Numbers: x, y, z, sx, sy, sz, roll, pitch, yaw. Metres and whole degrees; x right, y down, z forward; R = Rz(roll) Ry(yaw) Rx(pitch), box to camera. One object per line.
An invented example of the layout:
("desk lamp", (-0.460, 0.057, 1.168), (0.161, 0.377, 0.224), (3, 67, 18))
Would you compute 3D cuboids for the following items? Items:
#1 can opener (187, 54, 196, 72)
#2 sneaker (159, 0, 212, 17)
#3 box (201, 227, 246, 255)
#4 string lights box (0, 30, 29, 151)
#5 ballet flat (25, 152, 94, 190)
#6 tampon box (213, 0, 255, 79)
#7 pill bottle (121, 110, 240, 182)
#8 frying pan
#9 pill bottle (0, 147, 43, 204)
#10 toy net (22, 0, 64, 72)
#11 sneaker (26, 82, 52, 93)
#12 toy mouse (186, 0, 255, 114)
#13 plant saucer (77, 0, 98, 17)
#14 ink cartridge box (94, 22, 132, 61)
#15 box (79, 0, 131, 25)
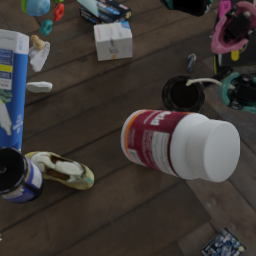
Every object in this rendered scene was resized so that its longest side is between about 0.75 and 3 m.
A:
("can opener", (2.295, -2.403, 10.311), (0.278, 0.222, 0.833), (-2, 50, 39))
("sneaker", (1.049, -3.997, 7.636), (2.853, 1.018, 1.140), (25, 49, -4))
("box", (2.296, 2.928, 6.729), (0.853, 0.196, 0.678), (-35, 63, -21))
("string lights box", (-2.765, -0.495, 5.324), (1.393, 2.710, 0.799), (7, 12, -7))
("ballet flat", (-2.002, 1.058, 7.638), (2.252, 0.796, 0.796), (17, 58, 11))
("tampon box", (2.830, -2.095, 6.948), (1.257, 1.990, 1.492), (-1, 89, 13))
("pill bottle", (0.908, 0.286, 5.328), (1.189, 1.189, 2.082), (-44, 30, -25))
("frying pan", (1.317, -0.888, 5.801), (0.918, 1.518, 0.247), (39, 32, 5))
("pill bottle", (-1.875, 0.867, 4.728), (0.734, 1.312, 0.734), (0, 66, -1))
("toy net", (-1.879, -2.126, 6.076), (0.378, 1.956, 1.026), (29, 45, 1))
("sneaker", (-3.041, -1.429, 9.596), (0.866, 0.331, 0.349), (6, 46, -2))
("toy mouse", (2.209, -1.279, 5.389), (2.492, 0.543, 2.804), (-25, 96, 0))
("plant saucer", (-1.473, -3.565, 6.883), (2.074, 2.074, 0.399), (45, 104, 25))
("ink cartridge box", (-0.556, -3.191, 10.353), (1.285, 0.929, 0.946), (-8, 57, -5))
("box", (-0.949, -4.859, 11.777), (1.751, 0.403, 1.392), (37, 64, 22))
